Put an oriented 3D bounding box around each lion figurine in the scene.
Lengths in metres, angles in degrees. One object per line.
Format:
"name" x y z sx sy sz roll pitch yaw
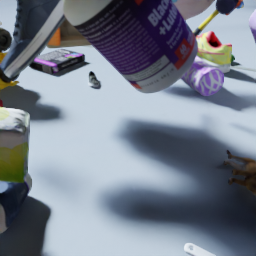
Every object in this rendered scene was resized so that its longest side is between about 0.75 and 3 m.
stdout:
"lion figurine" 2.398 0.871 5.480 0.853 0.505 1.393 8 31 8

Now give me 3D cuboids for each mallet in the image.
"mallet" 1.799 -2.439 6.823 0.449 2.184 0.719 38 45 -8

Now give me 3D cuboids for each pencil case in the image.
"pencil case" 2.224 -1.974 9.425 0.986 1.004 2.348 -29 38 -3

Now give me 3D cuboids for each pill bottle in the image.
"pill bottle" -0.092 -1.752 4.228 1.358 2.438 1.358 -28 41 27

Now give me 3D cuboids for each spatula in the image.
"spatula" 1.549 2.431 3.372 2.356 0.189 1.638 18 42 27

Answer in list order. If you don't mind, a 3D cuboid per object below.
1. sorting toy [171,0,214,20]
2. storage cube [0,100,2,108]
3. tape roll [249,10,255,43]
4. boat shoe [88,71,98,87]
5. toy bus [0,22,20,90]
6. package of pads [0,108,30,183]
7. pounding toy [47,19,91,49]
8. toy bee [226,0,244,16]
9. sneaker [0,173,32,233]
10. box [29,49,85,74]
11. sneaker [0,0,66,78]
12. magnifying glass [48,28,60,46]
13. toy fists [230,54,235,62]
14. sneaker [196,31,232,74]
"sorting toy" 0.511 -2.819 6.060 2.505 2.255 1.338 12 20 -50
"storage cube" -2.175 -0.113 3.961 0.656 0.768 0.690 5 2 -19
"tape roll" 3.375 -1.778 4.467 2.511 1.067 2.511 -28 23 13
"boat shoe" -1.235 -1.684 9.686 0.322 0.266 0.940 -8 33 -12
"toy bus" -4.724 -2.043 8.475 1.574 2.320 2.227 21 44 22
"package of pads" -1.845 0.176 3.297 1.289 0.996 0.439 7 43 -16
"pounding toy" -0.968 -3.167 7.254 2.325 2.140 1.653 -1 39 12
"toy bee" 2.962 -3.468 7.523 0.945 0.619 0.514 -8 64 44
"sneaker" -2.940 1.160 4.576 2.301 0.927 1.685 11 28 6
"box" -2.838 -2.717 11.255 1.333 0.337 1.865 21 40 29
"sneaker" -2.161 -2.399 5.354 2.536 1.832 0.964 -58 22 -9
"magnifying glass" -1.723 -3.051 6.207 0.972 2.441 0.273 9 37 3
"toy fists" 3.888 -3.006 11.661 0.570 0.385 1.119 -22 38 -32
"sneaker" 2.924 -3.245 10.930 1.101 1.272 2.817 -27 49 -32
